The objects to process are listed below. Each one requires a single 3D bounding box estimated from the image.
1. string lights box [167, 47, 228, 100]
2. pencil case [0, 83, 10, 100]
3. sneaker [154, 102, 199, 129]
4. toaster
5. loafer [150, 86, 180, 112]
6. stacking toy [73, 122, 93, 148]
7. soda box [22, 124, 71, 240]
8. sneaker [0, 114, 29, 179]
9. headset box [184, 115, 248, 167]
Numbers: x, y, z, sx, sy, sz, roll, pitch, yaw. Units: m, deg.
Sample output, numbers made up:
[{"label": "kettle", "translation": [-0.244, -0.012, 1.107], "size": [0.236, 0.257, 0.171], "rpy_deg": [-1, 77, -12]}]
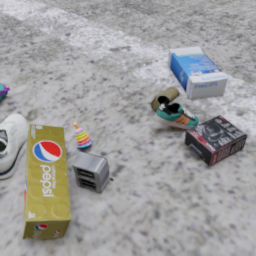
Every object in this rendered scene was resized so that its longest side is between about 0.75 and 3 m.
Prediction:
[{"label": "string lights box", "translation": [2.688, -2.298, 11.282], "size": [1.398, 0.802, 2.720], "rpy_deg": [-8, 42, -9]}, {"label": "pencil case", "translation": [-4.858, -1.055, 9.981], "size": [0.653, 0.601, 1.413], "rpy_deg": [-4, 37, 15]}, {"label": "sneaker", "translation": [1.679, -0.420, 8.960], "size": [1.684, 0.673, 0.601], "rpy_deg": [6, 37, -29]}, {"label": "toaster", "translation": [-0.939, 1.160, 7.337], "size": [0.974, 0.881, 0.578], "rpy_deg": [13, 44, 16]}, {"label": "loafer", "translation": [1.123, -0.912, 9.351], "size": [0.496, 1.471, 0.559], "rpy_deg": [-39, 88, -31]}, {"label": "stacking toy", "translation": [-1.442, 0.173, 8.434], "size": [0.444, 0.809, 0.470], "rpy_deg": [-5, 23, 48]}, {"label": "soda box", "translation": [-2.029, 1.212, 6.903], "size": [0.947, 0.895, 2.796], "rpy_deg": [6, 44, -23]}, {"label": "sneaker", "translation": [-3.522, 0.274, 8.248], "size": [0.953, 1.004, 2.494], "rpy_deg": [-6, 40, -4]}, {"label": "headset box", "translation": [2.548, 0.373, 8.407], "size": [1.558, 0.602, 1.160], "rpy_deg": [-23, 45, -22]}]
